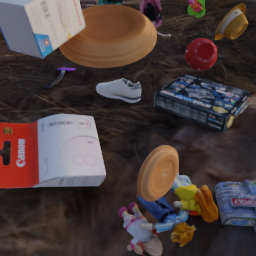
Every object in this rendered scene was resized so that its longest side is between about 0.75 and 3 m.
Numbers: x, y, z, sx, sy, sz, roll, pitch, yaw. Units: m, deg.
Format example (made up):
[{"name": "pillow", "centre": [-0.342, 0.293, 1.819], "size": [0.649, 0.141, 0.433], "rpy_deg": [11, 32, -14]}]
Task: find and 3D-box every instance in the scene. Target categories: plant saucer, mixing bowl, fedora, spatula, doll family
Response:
[{"name": "plant saucer", "centre": [-0.523, -2.398, 6.923], "size": [2.455, 0.459, 2.455], "rpy_deg": [-2, 49, 2]}, {"name": "mixing bowl", "centre": [2.311, -2.297, 8.584], "size": [1.013, 1.013, 0.549], "rpy_deg": [-1, 4, -2]}, {"name": "fedora", "centre": [2.846, -2.731, 7.499], "size": [1.133, 1.133, 0.462], "rpy_deg": [-29, 68, -35]}, {"name": "plant saucer", "centre": [0.495, 0.710, 4.273], "size": [0.901, 0.901, 0.145], "rpy_deg": [-29, 36, -35]}, {"name": "spatula", "centre": [-2.831, -2.132, 11.614], "size": [0.667, 0.242, 2.359], "rpy_deg": [7, 35, 10]}, {"name": "doll family", "centre": [0.922, 1.603, 5.546], "size": [2.235, 1.007, 1.387], "rpy_deg": [-19, 39, -26]}]

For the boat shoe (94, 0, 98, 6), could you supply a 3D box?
[{"name": "boat shoe", "centre": [-0.869, -4.222, 9.246], "size": [0.560, 1.789, 0.637], "rpy_deg": [-12, 65, 9]}]

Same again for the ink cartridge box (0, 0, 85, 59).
[{"name": "ink cartridge box", "centre": [-1.786, -2.310, 5.760], "size": [1.024, 1.042, 1.416], "rpy_deg": [19, 50, 27]}]

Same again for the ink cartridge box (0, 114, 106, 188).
[{"name": "ink cartridge box", "centre": [-1.872, 0.474, 6.684], "size": [2.394, 0.683, 1.946], "rpy_deg": [7, 45, -27]}]

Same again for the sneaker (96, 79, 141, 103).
[{"name": "sneaker", "centre": [-0.352, -1.488, 10.274], "size": [1.808, 0.728, 0.691], "rpy_deg": [12, 38, 20]}]

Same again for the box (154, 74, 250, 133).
[{"name": "box", "centre": [2.534, -0.973, 9.617], "size": [2.604, 0.599, 2.070], "rpy_deg": [24, 41, 30]}]

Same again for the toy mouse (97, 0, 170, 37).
[{"name": "toy mouse", "centre": [0.102, -3.752, 8.721], "size": [2.788, 2.478, 0.540], "rpy_deg": [11, 18, -4]}]

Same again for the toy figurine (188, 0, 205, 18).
[{"name": "toy figurine", "centre": [1.898, -3.744, 8.351], "size": [0.714, 0.582, 0.776], "rpy_deg": [19, 44, -45]}]

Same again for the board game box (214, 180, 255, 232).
[{"name": "board game box", "centre": [2.638, 1.701, 5.934], "size": [1.327, 0.409, 1.326], "rpy_deg": [2, 34, 3]}]
